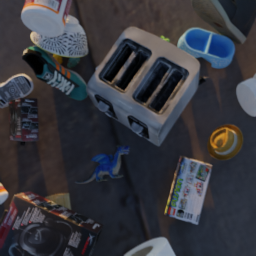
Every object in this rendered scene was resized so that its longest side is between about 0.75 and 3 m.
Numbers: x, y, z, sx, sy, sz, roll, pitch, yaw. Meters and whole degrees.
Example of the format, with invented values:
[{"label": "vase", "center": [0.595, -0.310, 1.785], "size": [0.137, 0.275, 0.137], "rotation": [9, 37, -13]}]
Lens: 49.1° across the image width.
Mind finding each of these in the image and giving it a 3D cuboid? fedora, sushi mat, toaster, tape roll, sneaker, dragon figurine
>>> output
[{"label": "fedora", "center": [2.679, 0.352, 7.951], "size": [1.095, 0.447, 1.095], "rotation": [-19, 57, 32]}, {"label": "sushi mat", "center": [-1.947, 2.638, 8.014], "size": [0.706, 0.089, 1.476], "rotation": [-9, 84, 7]}, {"label": "toaster", "center": [0.519, -1.132, 7.479], "size": [2.319, 1.522, 2.564], "rotation": [33, 85, 14]}, {"label": "tape roll", "center": [0.397, 3.516, 7.152], "size": [1.704, 1.704, 0.596], "rotation": [-29, 82, -4]}, {"label": "sneaker", "center": [2.792, -3.528, 7.685], "size": [1.032, 2.760, 1.466], "rotation": [37, 105, 37]}, {"label": "dragon figurine", "center": [-0.690, 1.043, 8.000], "size": [1.829, 0.538, 0.909], "rotation": [-18, 77, 22]}, {"label": "sneaker", "center": [-2.107, -1.459, 8.026], "size": [2.119, 0.846, 0.756], "rotation": [39, 117, -11]}]

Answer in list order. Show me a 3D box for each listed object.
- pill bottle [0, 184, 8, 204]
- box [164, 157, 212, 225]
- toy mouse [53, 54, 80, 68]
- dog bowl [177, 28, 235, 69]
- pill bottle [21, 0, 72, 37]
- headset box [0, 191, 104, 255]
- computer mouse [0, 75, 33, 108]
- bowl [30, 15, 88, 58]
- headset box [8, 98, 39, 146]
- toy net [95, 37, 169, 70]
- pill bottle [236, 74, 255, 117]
[{"label": "pill bottle", "center": [-3.733, 1.399, 7.056], "size": [0.748, 0.748, 1.365], "rotation": [-41, 80, -5]}, {"label": "box", "center": [1.735, 1.777, 8.067], "size": [0.951, 0.300, 1.727], "rotation": [16, 84, 2]}, {"label": "toy mouse", "center": [-1.832, -2.333, 8.724], "size": [1.066, 0.232, 1.199], "rotation": [-5, 82, 0]}, {"label": "dog bowl", "center": [2.424, -2.480, 8.588], "size": [1.760, 0.436, 0.981], "rotation": [18, 75, 1]}, {"label": "pill bottle", "center": [-1.950, -3.368, 7.101], "size": [1.048, 1.048, 1.835], "rotation": [10, 74, 1]}, {"label": "headset box", "center": [-2.287, 3.056, 7.434], "size": [2.665, 1.029, 1.983], "rotation": [21, 85, 8]}, {"label": "computer mouse", "center": [-3.701, -0.955, 8.418], "size": [1.866, 0.409, 1.023], "rotation": [-29, 100, -6]}, {"label": "bowl", "center": [-1.873, -2.773, 8.023], "size": [1.675, 1.675, 0.786], "rotation": [25, 123, 4]}, {"label": "headset box", "center": [-2.948, -0.157, 7.877], "size": [0.503, 0.969, 1.303], "rotation": [-1, 91, -41]}, {"label": "toy net", "center": [0.171, -2.127, 8.552], "size": [2.425, 0.468, 1.272], "rotation": [-10, 86, -1]}, {"label": "pill bottle", "center": [4.439, -1.257, 8.049], "size": [2.310, 1.265, 1.265], "rotation": [-24, 82, -4]}]
